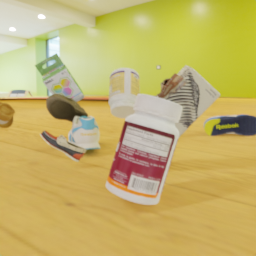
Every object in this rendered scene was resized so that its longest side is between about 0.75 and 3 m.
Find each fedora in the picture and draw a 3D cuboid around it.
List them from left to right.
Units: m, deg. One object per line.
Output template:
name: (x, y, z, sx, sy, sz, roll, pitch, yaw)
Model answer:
fedora: (-4.175, -0.519, 9.386, 0.452, 1.108, 1.108, -24, 2, 18)

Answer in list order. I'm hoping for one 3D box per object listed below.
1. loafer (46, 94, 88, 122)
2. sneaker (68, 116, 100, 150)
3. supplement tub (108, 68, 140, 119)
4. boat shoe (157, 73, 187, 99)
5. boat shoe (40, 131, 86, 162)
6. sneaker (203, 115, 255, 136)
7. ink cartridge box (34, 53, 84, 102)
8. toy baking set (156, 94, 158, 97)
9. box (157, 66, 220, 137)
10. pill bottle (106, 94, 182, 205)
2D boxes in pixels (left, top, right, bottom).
loafer: (-2.308, -0.731, 10.252, 0.737, 0.831, 2.186, 52, 6, 25)
sneaker: (-1.636, 0.135, 10.477, 1.100, 1.162, 2.877, -3, 3, -20)
supplement tub: (-0.150, -1.376, 11.225, 1.249, 1.718, 1.249, 1, -25, 0)
boat shoe: (0.779, -0.797, 5.324, 0.333, 0.315, 0.878, -45, 5, -26)
boat shoe: (-1.814, 0.441, 7.833, 1.334, 0.417, 0.475, 35, 7, -14)
sneaker: (4.831, -0.165, 13.127, 2.691, 0.995, 1.107, 1, 7, 1)
ink cartridge box: (-2.535, -1.706, 10.464, 0.971, 1.871, 0.555, -29, 36, 1)
toy baking set: (1.451, -0.580, 12.399, 1.847, 2.406, 0.280, 39, 21, -26)
box: (1.079, -0.325, 7.566, 1.089, 2.652, 0.907, 38, 14, -13)
pill bottle: (0.352, 0.406, 5.667, 1.144, 2.004, 1.144, 17, 0, 0)
